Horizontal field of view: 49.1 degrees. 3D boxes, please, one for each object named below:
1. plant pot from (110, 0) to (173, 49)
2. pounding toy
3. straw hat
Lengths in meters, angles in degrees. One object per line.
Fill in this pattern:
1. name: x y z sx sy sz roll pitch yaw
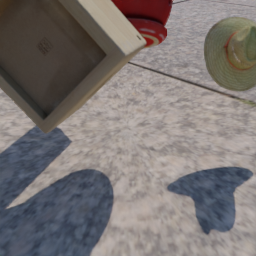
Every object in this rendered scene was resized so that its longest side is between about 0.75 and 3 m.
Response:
1. plant pot: 0.187 -3.033 7.050 1.953 1.778 1.953 0 1 0
2. pounding toy: -1.665 -1.736 5.843 2.760 2.998 2.131 48 29 -7
3. straw hat: 3.018 -2.038 7.157 2.086 2.086 0.883 -3 -4 -4
